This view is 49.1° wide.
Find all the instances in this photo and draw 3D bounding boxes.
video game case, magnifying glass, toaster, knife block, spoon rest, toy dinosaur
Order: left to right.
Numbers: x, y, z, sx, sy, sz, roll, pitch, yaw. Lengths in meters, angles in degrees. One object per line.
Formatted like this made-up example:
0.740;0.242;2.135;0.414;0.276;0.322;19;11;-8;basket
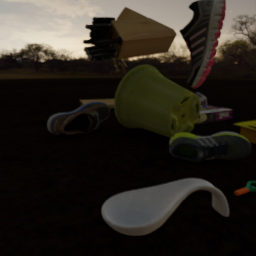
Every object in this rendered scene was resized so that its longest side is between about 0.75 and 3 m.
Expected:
-0.558;-3.399;14.069;0.678;1.178;2.329;-23;-14;-7;toy dinosaur
-0.016;-2.531;8.380;2.495;0.798;2.190;25;55;-2;knife block
0.670;1.310;4.877;2.291;0.694;1.138;-3;14;-17;spoon rest
3.209;-0.793;14.133;2.636;0.521;2.908;-7;15;-27;video game case
4.035;-1.425;15.940;0.638;1.123;0.725;-23;33;-19;toaster
2.649;1.320;6.111;0.918;0.103;0.365;-10;16;-32;magnifying glass

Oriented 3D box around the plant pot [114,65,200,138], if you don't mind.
1.254;-0.813;10.624;2.662;2.662;2.448;-11;29;-40;plant pot

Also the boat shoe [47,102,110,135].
-1.695;-0.266;11.159;1.046;1.044;2.889;19;32;42;boat shoe

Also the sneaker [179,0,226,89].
2.325;-2.874;9.490;1.307;2.988;1.102;18;24;21;sneaker

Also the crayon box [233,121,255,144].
5.156;0.179;9.639;2.681;0.681;1.702;-6;15;-26;crayon box

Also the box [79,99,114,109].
-1.508;-1.525;17.725;2.836;0.302;2.318;-3;14;-17;box

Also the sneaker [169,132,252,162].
2.208;0.633;7.799;2.276;0.841;0.921;-3;18;21;sneaker
